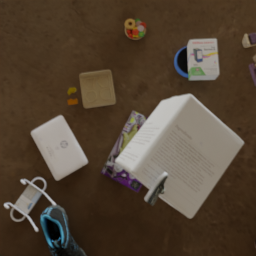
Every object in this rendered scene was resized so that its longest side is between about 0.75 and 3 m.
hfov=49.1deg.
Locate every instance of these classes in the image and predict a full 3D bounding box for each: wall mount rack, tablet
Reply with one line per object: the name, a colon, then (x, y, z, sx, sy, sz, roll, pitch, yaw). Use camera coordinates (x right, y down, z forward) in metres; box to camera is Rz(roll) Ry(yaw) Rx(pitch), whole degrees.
wall mount rack: (-3.331, 2.639, 9.652, 1.508, 0.647, 1.735, 33, 84, 4)
tablet: (-2.507, 0.714, 10.178, 1.335, 0.140, 2.052, -30, 84, -4)

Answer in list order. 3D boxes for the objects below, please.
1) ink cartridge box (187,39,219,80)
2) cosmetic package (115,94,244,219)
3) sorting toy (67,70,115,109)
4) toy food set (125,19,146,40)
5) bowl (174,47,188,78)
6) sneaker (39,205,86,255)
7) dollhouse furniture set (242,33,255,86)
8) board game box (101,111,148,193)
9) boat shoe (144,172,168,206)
ink cartridge box: (2.693, -2.465, 10.145, 0.989, 0.595, 1.360, -1, 80, 2)
cosmetic package: (1.473, 0.779, 8.803, 2.300, 2.297, 2.787, 40, 82, -11)
sorting toy: (-1.412, -1.399, 10.444, 1.750, 0.234, 1.304, -9, 87, -1)
toy food set: (0.283, -3.794, 10.766, 0.821, 0.202, 0.829, -2, 82, 0)
bowl: (2.361, -2.502, 10.569, 1.226, 0.241, 1.226, 0, 82, 0)
sneaker: (-2.186, 4.011, 9.197, 1.049, 1.174, 2.866, -28, 84, -4)
dollhouse furniture set: (5.714, -2.884, 9.858, 2.456, 1.743, 1.946, -14, 82, -2)
board game box: (0.252, 0.828, 10.065, 1.520, 0.409, 2.533, 27, 83, -1)
boat shoe: (0.796, 1.588, 7.240, 0.339, 0.344, 0.955, 37, 108, 22)
